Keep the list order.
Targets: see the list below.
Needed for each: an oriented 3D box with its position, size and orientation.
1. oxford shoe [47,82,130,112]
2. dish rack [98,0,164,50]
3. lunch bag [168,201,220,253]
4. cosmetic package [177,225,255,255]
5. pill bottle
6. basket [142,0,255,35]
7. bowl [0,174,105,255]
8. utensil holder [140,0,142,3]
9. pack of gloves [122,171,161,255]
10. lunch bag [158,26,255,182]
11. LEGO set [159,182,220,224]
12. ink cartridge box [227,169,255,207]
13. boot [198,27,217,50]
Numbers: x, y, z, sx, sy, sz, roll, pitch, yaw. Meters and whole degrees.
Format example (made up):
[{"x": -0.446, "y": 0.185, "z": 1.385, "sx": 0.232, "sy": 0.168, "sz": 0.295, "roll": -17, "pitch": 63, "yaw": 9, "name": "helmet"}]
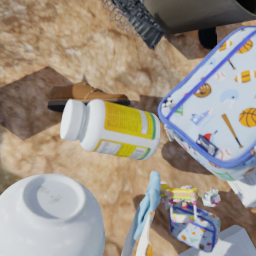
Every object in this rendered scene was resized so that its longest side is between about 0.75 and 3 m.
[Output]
[{"x": -1.172, "y": -0.987, "z": 8.473, "sx": 2.486, "sy": 0.887, "sz": 0.886, "roll": 2, "pitch": 73, "yaw": 1, "name": "oxford shoe"}, {"x": -0.110, "y": -2.282, "z": 5.276, "sx": 0.491, "sy": 1.800, "sz": 1.381, "roll": -44, "pitch": 67, "yaw": 27, "name": "dish rack"}, {"x": 1.441, "y": 2.165, "z": 6.250, "sx": 1.151, "sy": 0.435, "sz": 0.922, "roll": 14, "pitch": 117, "yaw": 35, "name": "lunch bag"}, {"x": 2.784, "y": 4.346, "z": 7.512, "sx": 2.039, "sy": 0.699, "sz": 2.704, "roll": -25, "pitch": 81, "yaw": -6, "name": "cosmetic package"}, {"x": -0.383, "y": 0.021, "z": 5.994, "sx": 1.944, "sy": 1.096, "sz": 1.096, "roll": 12, "pitch": 78, "yaw": -23, "name": "pill bottle"}, {"x": 1.592, "y": -3.051, "z": 6.136, "sx": 2.314, "sy": 2.567, "sz": 1.746, "roll": 21, "pitch": 83, "yaw": -31, "name": "basket"}, {"x": -1.361, "y": 1.531, "z": 4.937, "sx": 2.243, "sy": 2.243, "sz": 1.008, "roll": 23, "pitch": 120, "yaw": 4, "name": "bowl"}, {"x": 0.179, "y": -4.922, "z": 8.576, "sx": 2.120, "sy": 2.120, "sz": 2.495, "roll": -43, "pitch": 83, "yaw": -7, "name": "utensil holder"}, {"x": 0.289, "y": 2.304, "z": 5.104, "sx": 0.544, "sy": 2.316, "sz": 2.757, "roll": 17, "pitch": 123, "yaw": 1, "name": "pack of gloves"}, {"x": 2.020, "y": -0.542, "z": 5.377, "sx": 2.867, "sy": 1.083, "sz": 2.297, "roll": -43, "pitch": 51, "yaw": 0, "name": "lunch bag"}, {"x": 0.934, "y": 1.440, "z": 5.460, "sx": 0.747, "sy": 1.624, "sz": 0.604, "roll": -2, "pitch": 87, "yaw": -36, "name": "LEGO set"}, {"x": 3.255, "y": 0.979, "z": 6.177, "sx": 1.740, "sy": 1.270, "sz": 0.731, "roll": -43, "pitch": 53, "yaw": 20, "name": "ink cartridge box"}, {"x": 2.569, "y": -3.421, "z": 8.696, "sx": 0.580, "sy": 1.285, "sz": 1.569, "roll": -6, "pitch": 80, "yaw": -1, "name": "boot"}]
